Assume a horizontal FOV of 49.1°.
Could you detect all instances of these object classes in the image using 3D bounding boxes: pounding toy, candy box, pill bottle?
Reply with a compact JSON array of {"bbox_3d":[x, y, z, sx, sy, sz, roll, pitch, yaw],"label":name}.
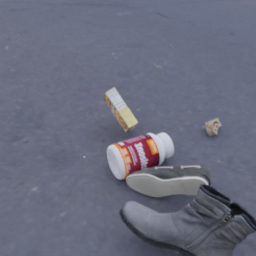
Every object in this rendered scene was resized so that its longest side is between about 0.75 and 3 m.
[{"bbox_3d":[3.248,-0.039,10.421,0.544,0.542,0.948,-25,-3,44],"label":"pounding toy"},{"bbox_3d":[-0.283,-0.626,10.221,0.420,0.877,1.520,-33,84,-14],"label":"candy box"},{"bbox_3d":[0.410,0.820,8.919,1.969,1.112,1.112,-18,41,-22],"label":"pill bottle"}]

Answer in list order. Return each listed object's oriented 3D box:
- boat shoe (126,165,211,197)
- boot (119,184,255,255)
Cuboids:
[{"bbox_3d":[1.136,1.465,7.972,2.422,0.810,0.690,-4,27,29],"label":"boat shoe"},{"bbox_3d":[1.305,1.963,6.375,2.739,1.803,0.956,26,20,7],"label":"boot"}]
